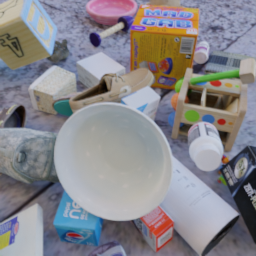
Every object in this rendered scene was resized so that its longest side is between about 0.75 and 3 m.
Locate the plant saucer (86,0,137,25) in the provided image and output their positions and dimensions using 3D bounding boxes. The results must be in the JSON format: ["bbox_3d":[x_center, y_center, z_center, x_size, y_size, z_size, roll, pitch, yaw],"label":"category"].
[{"bbox_3d":[-0.827,-5.948,14.272,2.579,0.654,2.579,-1,45,1],"label":"plant saucer"}]

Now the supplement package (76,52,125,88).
[{"bbox_3d":[-0.966,-1.932,10.089,1.130,0.804,1.451,-30,53,-27],"label":"supplement package"}]

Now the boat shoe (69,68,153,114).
[{"bbox_3d":[-0.407,-1.124,8.193,2.774,0.895,0.989,-36,41,-21],"label":"boat shoe"}]

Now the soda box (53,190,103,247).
[{"bbox_3d":[-0.905,1.345,6.746,0.892,0.844,2.630,5,46,5],"label":"soda box"}]

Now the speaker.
[{"bbox_3d":[0.998,1.392,6.437,1.203,1.203,2.963,-29,51,-26],"label":"speaker"}]

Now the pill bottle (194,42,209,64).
[{"bbox_3d":[3.017,-3.108,11.455,0.569,0.569,1.013,13,46,13],"label":"pill bottle"}]

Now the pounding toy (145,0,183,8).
[{"bbox_3d":[1.764,-6.177,14.556,2.350,1.348,1.344,-8,16,-21],"label":"pounding toy"}]

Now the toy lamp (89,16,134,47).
[{"bbox_3d":[-0.664,-4.484,12.742,0.734,0.734,2.521,29,51,26],"label":"toy lamp"}]

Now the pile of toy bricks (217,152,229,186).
[{"bbox_3d":[2.528,1.209,7.091,1.231,0.683,0.608,43,68,16],"label":"pile of toy bricks"}]

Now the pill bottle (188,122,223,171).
[{"bbox_3d":[1.823,0.440,6.643,0.757,0.757,1.368,7,23,7],"label":"pill bottle"}]

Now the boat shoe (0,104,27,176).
[{"bbox_3d":[-3.353,0.264,7.700,0.723,0.872,2.428,-28,39,21],"label":"boat shoe"}]

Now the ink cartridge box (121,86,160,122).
[{"bbox_3d":[0.277,-0.383,8.081,0.990,1.370,0.580,-28,59,-27],"label":"ink cartridge box"}]

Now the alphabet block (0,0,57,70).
[{"bbox_3d":[-3.523,-3.153,9.198,1.624,1.594,1.586,-14,51,17],"label":"alphabet block"}]

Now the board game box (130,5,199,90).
[{"bbox_3d":[1.292,-2.915,10.120,2.143,2.145,2.143,8,45,8],"label":"board game box"}]

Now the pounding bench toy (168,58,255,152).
[{"bbox_3d":[2.237,-0.902,7.841,1.949,2.499,1.553,13,46,12],"label":"pounding bench toy"}]

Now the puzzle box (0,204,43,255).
[{"bbox_3d":[-2.221,2.446,5.317,1.271,0.243,1.911,-29,32,1],"label":"puzzle box"}]

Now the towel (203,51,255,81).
[{"bbox_3d":[4.080,-2.417,11.009,1.891,0.327,1.820,15,44,18],"label":"towel"}]

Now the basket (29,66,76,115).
[{"bbox_3d":[-2.434,-1.230,9.293,0.887,0.975,1.438,21,49,15],"label":"basket"}]

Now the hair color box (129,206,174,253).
[{"bbox_3d":[0.241,1.798,6.205,0.535,0.928,1.673,-31,52,-20],"label":"hair color box"}]

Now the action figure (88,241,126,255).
[{"bbox_3d":[-0.043,2.625,4.227,0.918,2.646,1.722,-17,87,-21],"label":"action figure"}]

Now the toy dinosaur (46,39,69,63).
[{"bbox_3d":[-2.921,-3.115,11.238,1.278,0.962,2.499,40,14,0],"label":"toy dinosaur"}]

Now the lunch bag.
[{"bbox_3d":[-2.493,0.594,6.609,1.771,1.485,1.234,8,83,37],"label":"lunch bag"}]

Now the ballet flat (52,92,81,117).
[{"bbox_3d":[-1.196,-0.782,9.007,2.374,0.808,0.798,4,42,-11],"label":"ballet flat"}]

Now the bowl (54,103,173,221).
[{"bbox_3d":[-0.195,0.566,5.600,2.326,2.326,1.045,13,18,13],"label":"bowl"}]

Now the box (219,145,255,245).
[{"bbox_3d":[3.293,1.492,5.878,2.152,0.927,1.762,16,39,-26],"label":"box"}]
